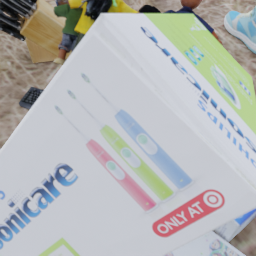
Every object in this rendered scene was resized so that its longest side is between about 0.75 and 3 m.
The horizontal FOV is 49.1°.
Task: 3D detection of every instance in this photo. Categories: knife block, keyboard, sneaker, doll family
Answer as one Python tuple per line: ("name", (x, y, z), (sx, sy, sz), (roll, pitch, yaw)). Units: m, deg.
("knife block", (-2.465, -3.240, 8.361), (2.781, 2.441, 0.890), (-8, 50, -7))
("keyboard", (-1.837, -0.810, 7.701), (2.017, 0.208, 1.282), (16, 50, 13))
("sneaker", (4.228, -3.747, 9.365), (0.987, 1.621, 2.482), (-17, 50, -13))
("doll family", (0.025, -1.576, 4.489), (2.800, 1.619, 1.099), (16, 6, 0))

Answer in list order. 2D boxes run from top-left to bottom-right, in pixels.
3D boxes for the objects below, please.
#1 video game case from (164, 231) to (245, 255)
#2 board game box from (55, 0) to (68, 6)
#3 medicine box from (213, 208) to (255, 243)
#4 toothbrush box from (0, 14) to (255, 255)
("video game case", (1.169, 2.673, 4.538), (2.179, 0.258, 1.983), (33, 56, 26))
("board game box", (-0.382, -3.554, 5.950), (2.644, 1.791, 0.458), (-21, 82, -11))
("medicine box", (1.904, 1.109, 5.566), (1.438, 0.813, 1.579), (-30, 55, -24))
("toothbrush box", (0.096, 0.009, 2.739), (1.136, 1.922, 2.639), (47, 29, 0))
